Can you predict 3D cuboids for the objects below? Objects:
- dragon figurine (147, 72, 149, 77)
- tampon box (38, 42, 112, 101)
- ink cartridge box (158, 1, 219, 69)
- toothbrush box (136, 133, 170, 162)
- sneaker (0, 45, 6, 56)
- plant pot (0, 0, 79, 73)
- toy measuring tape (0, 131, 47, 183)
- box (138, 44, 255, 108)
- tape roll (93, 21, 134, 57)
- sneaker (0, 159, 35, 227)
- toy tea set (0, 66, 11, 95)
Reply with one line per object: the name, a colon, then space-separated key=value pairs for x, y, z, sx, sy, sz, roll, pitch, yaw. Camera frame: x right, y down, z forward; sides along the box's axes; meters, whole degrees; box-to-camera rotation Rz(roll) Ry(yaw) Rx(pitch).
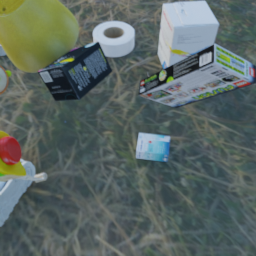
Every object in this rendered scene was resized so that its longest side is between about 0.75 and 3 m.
dragon figurine: x=1.460 y=-1.887 z=11.087 sx=1.399 sy=0.412 sz=0.696 roll=31 pitch=58 yaw=21
tampon box: x=-1.376 y=-1.498 z=7.467 sx=1.098 sy=0.925 sz=1.465 roll=1 pitch=37 yaw=41
ink cartridge box: x=2.260 y=-3.467 z=11.090 sx=1.700 sy=2.350 sz=1.730 roll=-7 pitch=52 yaw=-5
toothbrush box: x=0.804 y=0.629 z=9.074 sx=1.030 sy=0.439 sz=0.754 roll=7 pitch=52 yaw=7
sneaker: x=-5.791 y=-3.404 z=12.282 sx=1.272 sy=0.486 sz=0.512 roll=-25 pitch=46 yaw=-20
plant pot: x=-2.791 y=-2.993 z=7.821 sx=2.341 sy=1.662 sz=2.341 roll=-6 pitch=66 yaw=14
toy measuring tape: x=-2.549 y=0.647 z=6.033 sx=1.010 sy=2.747 sz=1.010 roll=-2 pitch=76 yaw=10
box: x=1.344 y=-0.967 z=5.937 sx=1.218 sy=2.214 sz=0.384 roll=14 pitch=73 yaw=-32
tape roll: x=-0.632 y=-4.016 z=12.619 sx=1.878 sy=0.657 sz=1.878 roll=0 pitch=51 yaw=0
sneaker: x=-3.794 y=1.928 z=7.824 sx=1.067 sy=1.012 sz=2.650 roll=15 pitch=46 yaw=22
toy tea set: x=-3.665 y=-0.643 z=5.833 sx=0.994 sy=1.598 sz=2.687 roll=5 pitch=64 yaw=40
